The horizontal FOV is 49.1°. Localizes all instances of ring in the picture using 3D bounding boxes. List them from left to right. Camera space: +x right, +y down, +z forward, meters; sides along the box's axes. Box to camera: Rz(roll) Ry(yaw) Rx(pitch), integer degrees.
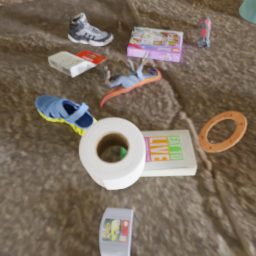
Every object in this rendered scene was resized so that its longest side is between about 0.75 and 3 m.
[{"bbox_3d":[3.088,0.140,9.225,1.697,0.163,1.697,-35,27,21],"label":"ring"}]

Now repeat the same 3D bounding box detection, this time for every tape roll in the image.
[{"bbox_3d":[-0.437,0.810,8.611,1.928,1.324,1.928,-1,66,2],"label":"tape roll"}]

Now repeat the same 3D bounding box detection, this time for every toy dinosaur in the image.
[{"bbox_3d":[0.140,-1.995,11.750,2.441,2.690,1.412,11,15,-21],"label":"toy dinosaur"}]

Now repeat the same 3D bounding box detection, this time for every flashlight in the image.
[{"bbox_3d":[3.662,-4.639,13.647,0.615,0.617,1.815,-8,49,34],"label":"flashlight"}]

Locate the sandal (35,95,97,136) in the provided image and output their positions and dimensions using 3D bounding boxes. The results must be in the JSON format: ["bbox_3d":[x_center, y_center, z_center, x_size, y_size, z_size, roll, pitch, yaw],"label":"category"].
[{"bbox_3d":[-2.338,-0.700,10.456,2.669,1.162,1.061,20,58,16],"label":"sandal"}]

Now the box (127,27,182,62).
[{"bbox_3d":[1.285,-3.964,13.215,2.417,0.472,1.654,9,55,6],"label":"box"}]

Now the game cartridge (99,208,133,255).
[{"bbox_3d":[-0.375,3.063,8.278,0.925,0.284,1.390,1,54,6],"label":"game cartridge"}]

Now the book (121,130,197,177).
[{"bbox_3d":[0.982,0.849,9.752,2.457,0.590,1.641,-3,52,0],"label":"book"}]

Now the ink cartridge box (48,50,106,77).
[{"bbox_3d":[-2.173,-3.004,12.146,1.591,0.470,1.988,28,50,33],"label":"ink cartridge box"}]

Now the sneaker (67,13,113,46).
[{"bbox_3d":[-1.843,-4.657,13.235,2.204,1.254,0.832,8,54,6],"label":"sneaker"}]

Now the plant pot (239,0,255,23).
[{"bbox_3d":[6.951,-6.531,14.590,1.896,1.277,1.896,0,54,0],"label":"plant pot"}]
